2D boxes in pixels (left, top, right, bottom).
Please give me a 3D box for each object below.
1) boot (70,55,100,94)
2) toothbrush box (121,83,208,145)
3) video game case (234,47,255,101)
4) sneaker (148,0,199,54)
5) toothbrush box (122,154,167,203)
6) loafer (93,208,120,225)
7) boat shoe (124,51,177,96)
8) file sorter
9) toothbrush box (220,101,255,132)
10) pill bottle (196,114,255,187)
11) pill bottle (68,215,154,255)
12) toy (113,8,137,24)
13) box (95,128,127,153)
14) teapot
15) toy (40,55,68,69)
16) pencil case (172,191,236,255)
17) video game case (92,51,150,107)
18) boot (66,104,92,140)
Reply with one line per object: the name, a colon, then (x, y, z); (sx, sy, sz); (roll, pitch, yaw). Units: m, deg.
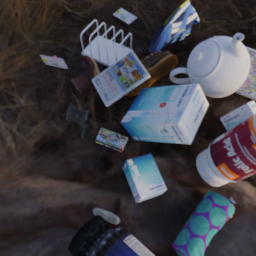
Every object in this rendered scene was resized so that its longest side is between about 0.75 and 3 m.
boot: (-1.720, -2.093, 10.838); (1.155, 0.502, 1.388); (-28, 81, -21)
toothbrush box: (1.183, -0.457, 9.198); (2.329, 0.993, 1.705); (4, 52, 43)
video game case: (4.457, -2.356, 11.184); (2.946, 0.265, 2.109); (24, 72, 13)
sneaker: (1.948, -4.022, 11.725); (1.123, 1.010, 2.731); (42, 86, -19)
toothbrush box: (0.497, 1.571, 8.787); (0.929, 0.541, 1.270); (-14, 65, -22)
loafer: (-0.666, 2.707, 8.586); (0.879, 0.307, 0.307); (22, 88, 14)
boat shoe: (0.627, -2.150, 10.863); (2.733, 0.962, 0.961); (-32, 46, -22)
file sorter: (-0.875, -3.403, 11.309); (1.787, 1.113, 1.240); (27, 63, 16)
toothbrush box: (3.954, 0.031, 9.266); (0.637, 1.093, 1.493); (-19, 77, -46)
pill bottle: (3.299, 0.726, 8.243); (1.444, 2.529, 1.444); (19, 50, -24)
pill bottle: (-0.126, 3.671, 7.212); (2.890, 1.617, 1.617); (35, 67, 22)
toy: (-0.149, -5.028, 12.760); (0.988, 0.233, 0.569); (40, 71, 18)
box: (-0.585, 0.430, 9.870); (1.014, 0.176, 0.558); (19, 64, 10)
teapot: (2.868, -2.209, 9.781); (1.700, 2.328, 2.297); (12, 22, -36)
toy: (-2.938, -2.708, 11.217); (1.056, 0.608, 0.249); (11, 67, 15)
pencil case: (2.221, 2.893, 8.123); (1.004, 0.925, 2.173); (41, 69, 8)
video game case: (-0.295, -1.760, 9.993); (1.852, 0.167, 1.326); (-34, 61, 8)
boot: (-1.805, -0.229, 10.015); (1.008, 0.401, 1.158); (13, 97, 26)
